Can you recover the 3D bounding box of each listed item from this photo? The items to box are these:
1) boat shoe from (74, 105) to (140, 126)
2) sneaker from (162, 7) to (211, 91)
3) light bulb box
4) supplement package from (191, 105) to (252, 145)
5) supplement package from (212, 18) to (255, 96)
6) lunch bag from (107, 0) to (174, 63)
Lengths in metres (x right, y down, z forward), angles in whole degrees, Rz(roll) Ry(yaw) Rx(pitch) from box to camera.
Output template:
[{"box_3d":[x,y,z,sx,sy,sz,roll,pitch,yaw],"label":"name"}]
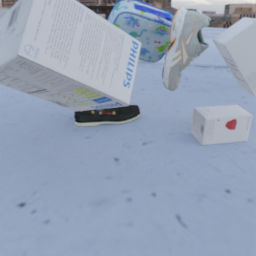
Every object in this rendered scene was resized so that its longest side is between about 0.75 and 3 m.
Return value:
[{"box_3d":[-0.780,-0.656,11.061,2.701,0.846,0.988,-6,24,-15],"label":"boat shoe"},{"box_3d":[1.887,-2.380,9.067,1.245,2.706,1.024,15,34,13],"label":"sneaker"},{"box_3d":[-1.705,-1.729,7.197,2.853,1.780,2.828,20,-13,-38],"label":"light bulb box"},{"box_3d":[3.184,-0.123,9.666,1.682,1.020,1.008,-5,26,-10],"label":"supplement package"},{"box_3d":[3.632,-2.153,8.429,1.157,1.908,1.142,-34,20,13],"label":"supplement package"},{"box_3d":[0.465,-3.435,9.972,2.462,1.979,1.015,8,58,-21],"label":"lunch bag"}]
